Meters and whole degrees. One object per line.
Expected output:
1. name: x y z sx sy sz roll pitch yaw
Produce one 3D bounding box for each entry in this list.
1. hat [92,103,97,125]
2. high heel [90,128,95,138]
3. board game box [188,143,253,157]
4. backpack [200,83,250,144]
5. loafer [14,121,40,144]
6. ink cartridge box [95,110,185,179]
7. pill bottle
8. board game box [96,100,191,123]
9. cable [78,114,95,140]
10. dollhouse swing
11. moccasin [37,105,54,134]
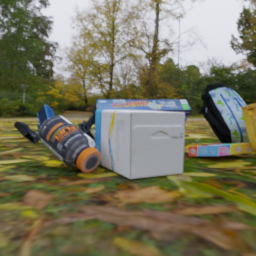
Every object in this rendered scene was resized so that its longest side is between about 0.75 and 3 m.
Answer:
1. hat: -1.029 -0.248 13.208 2.041 2.041 0.823 -4 -28 -48
2. high heel: -0.150 0.210 7.849 1.618 0.578 1.154 24 36 15
3. board game box: 2.449 0.583 7.465 1.327 0.268 1.015 -2 -4 -30
4. backpack: 3.295 -0.279 9.168 1.546 1.640 2.011 -5 45 6
5. loafer: -3.180 0.151 8.736 0.939 0.319 0.330 39 32 -8
6. ink cartridge box: 0.181 0.250 5.904 1.243 1.237 1.694 -1 4 -28
7. pill bottle: -1.204 0.362 5.900 1.422 0.755 0.755 33 22 34
8. board game box: 0.347 -0.038 8.230 2.583 1.748 0.445 0 46 -11
9. cable: -1.132 -0.127 11.237 1.823 0.567 2.234 -27 19 -5
10. dollhouse swing: 3.786 -0.112 7.546 1.077 1.225 1.113 -14 -1 11
11. moccasin: -3.157 -0.042 10.894 0.660 1.935 0.779 -35 -48 13
